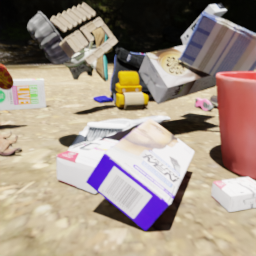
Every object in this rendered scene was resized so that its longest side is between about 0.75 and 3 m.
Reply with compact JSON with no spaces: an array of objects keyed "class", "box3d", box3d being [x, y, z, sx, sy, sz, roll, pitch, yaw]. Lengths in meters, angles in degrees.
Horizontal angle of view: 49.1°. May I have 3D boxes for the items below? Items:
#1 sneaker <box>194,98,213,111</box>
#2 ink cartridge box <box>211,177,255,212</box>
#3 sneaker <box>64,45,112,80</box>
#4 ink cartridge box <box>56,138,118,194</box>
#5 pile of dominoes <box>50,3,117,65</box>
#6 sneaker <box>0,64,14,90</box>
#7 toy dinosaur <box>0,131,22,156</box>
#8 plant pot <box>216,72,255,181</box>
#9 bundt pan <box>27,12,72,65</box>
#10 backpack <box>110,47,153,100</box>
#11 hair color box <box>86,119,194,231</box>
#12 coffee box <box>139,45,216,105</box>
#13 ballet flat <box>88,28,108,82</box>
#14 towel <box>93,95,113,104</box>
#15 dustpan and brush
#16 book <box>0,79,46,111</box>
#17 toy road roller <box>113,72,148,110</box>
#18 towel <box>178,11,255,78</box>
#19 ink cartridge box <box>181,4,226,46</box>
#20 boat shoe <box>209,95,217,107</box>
[{"class":"sneaker","box3d":[3.624,-1.074,12.906,0.657,0.544,1.377,7,15,-16]},{"class":"ink cartridge box","box3d":[2.052,1.212,5.175,0.804,0.333,0.589,-5,17,-15]},{"class":"sneaker","box3d":[-1.620,-2.748,11.675,0.967,1.114,2.514,19,41,38]},{"class":"ink cartridge box","box3d":[-0.672,0.762,6.191,1.097,0.637,1.487,10,20,31]},{"class":"pile of dominoes","box3d":[-0.945,-2.015,6.028,0.234,1.145,1.469,-26,20,39]},{"class":"sneaker","box3d":[-4.478,-1.943,8.920,0.700,1.918,0.740,-51,36,-9]},{"class":"toy dinosaur","box3d":[-3.387,0.493,7.478,1.199,0.515,0.813,28,39,27]},{"class":"plant pot","box3d":[3.168,-0.102,6.376,2.468,2.184,2.468,-1,16,0]},{"class":"bundt pan","box3d":[-1.986,-2.132,6.927,0.505,1.346,1.346,-37,25,-9]},{"class":"backpack","box3d":[0.582,-2.729,15.205,2.686,2.820,2.172,10,6,21]},{"class":"hair color box","box3d":[0.380,0.693,5.318,1.277,0.757,2.337,37,24,8]},{"class":"coffee box","box3d":[1.789,-1.826,9.095,2.439,1.379,0.974,-18,-22,-23]},{"class":"ballet flat","box3d":[-0.934,-2.267,8.726,0.616,1.702,0.577,-1,1,6]},{"class":"towel","box3d":[-1.333,-1.518,14.732,0.772,0.259,1.045,-8,18,-28]},{"class":"dustpan and brush","box3d":[-0.206,0.035,8.351,2.872,0.822,2.004,0,16,2]},{"class":"book","box3d":[-4.885,-1.555,12.883,2.016,1.347,0.484,-6,22,-19]},{"class":"toy road roller","box3d":[0.053,-1.818,13.331,1.351,1.605,2.199,-4,17,-12]},{"class":"towel","box3d":[2.774,-2.211,8.086,2.181,1.602,0.260,23,38,-2]},{"class":"ink cartridge box","box3d":[2.475,-3.450,9.715,0.911,0.359,1.832,-29,-11,-43]},{"class":"boat shoe","box3d":[5.210,-1.360,12.678,2.910,1.067,1.084,9,15,25]}]
